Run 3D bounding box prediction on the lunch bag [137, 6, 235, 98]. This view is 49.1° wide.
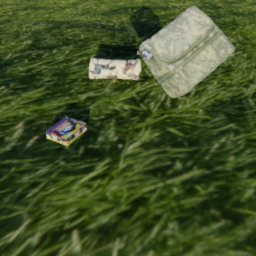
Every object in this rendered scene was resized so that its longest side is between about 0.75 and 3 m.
[{"bbox_3d":[1.533,-2.105,7.807,2.124,1.781,1.480,-40,3,-7],"label":"lunch bag"}]

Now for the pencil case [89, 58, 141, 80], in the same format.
[{"bbox_3d":[-0.677,-2.853,13.530,2.586,1.006,1.157,1,10,2],"label":"pencil case"}]

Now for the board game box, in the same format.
[{"bbox_3d":[-2.150,0.092,9.827,0.920,0.316,1.113,18,38,23],"label":"board game box"}]
